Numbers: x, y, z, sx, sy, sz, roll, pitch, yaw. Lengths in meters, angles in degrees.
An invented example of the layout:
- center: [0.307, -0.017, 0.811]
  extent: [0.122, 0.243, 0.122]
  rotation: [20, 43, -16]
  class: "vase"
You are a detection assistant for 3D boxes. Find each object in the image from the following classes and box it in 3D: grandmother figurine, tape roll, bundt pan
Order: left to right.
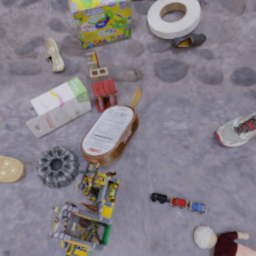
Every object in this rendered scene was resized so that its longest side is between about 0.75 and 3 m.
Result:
- center: [-2.209, 1.174, 8.691]
  extent: [1.385, 0.520, 1.385]
  rotation: [0, 69, -1]
  class: "bundt pan"
- center: [1.734, -4.260, 10.652]
  extent: [2.004, 0.366, 2.004]
  rotation: [-7, 63, 13]
  class: "tape roll"
- center: [2.899, 3.506, 7.758]
  extent: [2.314, 0.701, 1.403]
  rotation: [28, 49, 14]
  class: "grandmother figurine"

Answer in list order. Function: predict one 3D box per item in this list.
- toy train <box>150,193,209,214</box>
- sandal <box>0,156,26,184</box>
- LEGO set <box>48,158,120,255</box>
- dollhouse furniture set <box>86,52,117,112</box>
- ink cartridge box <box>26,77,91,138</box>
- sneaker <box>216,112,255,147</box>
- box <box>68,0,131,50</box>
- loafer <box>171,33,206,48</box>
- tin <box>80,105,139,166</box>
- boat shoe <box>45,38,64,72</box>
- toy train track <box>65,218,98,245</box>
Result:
- center: [1.538, 2.231, 8.343]
  extent: [1.773, 0.406, 0.302]
  rotation: [13, 64, 5]
  class: "toy train"
- center: [-4.790, 1.110, 8.459]
  extent: [3.103, 1.021, 1.138]
  rotation: [3, 69, 1]
  class: "sandal"
- center: [-1.330, 2.121, 7.362]
  extent: [1.466, 1.946, 2.530]
  rotation: [26, 65, -19]
  class: "LEGO set"
- center: [-0.869, -1.596, 9.581]
  extent: [0.759, 1.004, 1.866]
  rotation: [-11, 63, -4]
  class: "dollhouse furniture set"
- center: [-2.290, -0.630, 8.999]
  extent: [2.049, 1.200, 0.690]
  rotation: [-30, 67, -14]
  class: "ink cartridge box"
- center: [3.928, -0.130, 8.975]
  extent: [2.354, 0.967, 0.916]
  rotation: [-21, 70, -7]
  class: "sneaker"
- center: [-0.992, -4.058, 10.004]
  extent: [1.980, 1.907, 1.208]
  rotation: [-15, 69, -7]
  class: "box"
- center: [2.275, -3.138, 10.235]
  extent: [1.330, 0.484, 0.481]
  rotation: [-15, 29, -6]
  class: "loafer"
- center: [-0.564, 0.149, 8.743]
  extent: [1.311, 0.490, 2.341]
  rotation: [9, 50, 31]
  class: "tin"
- center: [-2.768, -2.661, 10.176]
  extent: [0.461, 0.512, 1.418]
  rotation: [-16, 73, -29]
  class: "boat shoe"
- center: [-1.376, 2.989, 8.188]
  extent: [1.258, 0.205, 0.722]
  rotation: [38, 65, 8]
  class: "toy train track"
